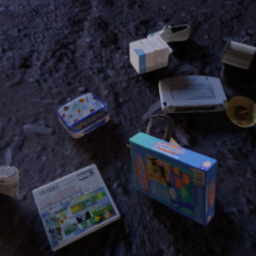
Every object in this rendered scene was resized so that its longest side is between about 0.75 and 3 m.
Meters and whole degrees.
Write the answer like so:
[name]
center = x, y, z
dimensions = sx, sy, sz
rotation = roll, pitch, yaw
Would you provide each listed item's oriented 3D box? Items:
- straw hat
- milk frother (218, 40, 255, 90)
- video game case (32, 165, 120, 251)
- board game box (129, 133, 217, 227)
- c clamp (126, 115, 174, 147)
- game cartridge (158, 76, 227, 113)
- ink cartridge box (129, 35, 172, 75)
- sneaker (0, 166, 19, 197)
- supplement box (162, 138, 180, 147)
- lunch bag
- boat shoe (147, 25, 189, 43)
[straw hat]
center = 4.113, -0.494, 10.316
dimensions = 1.217, 0.515, 1.217
rotation = -1, 68, 1
[milk frother]
center = 4.752, -2.779, 11.050
dimensions = 1.977, 2.102, 1.897
rotation = 21, 60, 16
[video game case]
center = -1.564, 2.281, 8.355
dimensions = 2.067, 0.227, 1.884
rotation = -22, 60, -16
[board game box]
center = 1.154, 1.329, 7.618
dimensions = 2.425, 1.844, 0.546
rotation = 20, 40, 39
[c clamp]
center = 0.796, 0.172, 8.949
dimensions = 1.238, 0.196, 1.450
rotation = 23, 74, 4
[game cartridge]
center = 2.480, -1.353, 11.007
dimensions = 2.480, 0.502, 1.653
rotation = -2, 57, -1
[ink cartridge box]
center = 0.979, -3.144, 11.949
dimensions = 1.580, 0.990, 1.016
rotation = -19, 53, -12
[sneaker]
center = -4.290, 1.641, 8.527
dimensions = 2.276, 0.933, 0.851
rotation = 6, 22, 26
[supplement box]
center = 1.444, 1.242, 8.920
dimensions = 1.103, 0.644, 1.750
rotation = -31, 60, -21
[lunch bag]
center = -1.573, -0.472, 10.224
dimensions = 1.743, 0.659, 1.397
rotation = -32, 61, -21
[boat shoe]
center = 1.901, -4.477, 13.151
dimensions = 2.037, 0.726, 0.711
rotation = -10, 54, -7
